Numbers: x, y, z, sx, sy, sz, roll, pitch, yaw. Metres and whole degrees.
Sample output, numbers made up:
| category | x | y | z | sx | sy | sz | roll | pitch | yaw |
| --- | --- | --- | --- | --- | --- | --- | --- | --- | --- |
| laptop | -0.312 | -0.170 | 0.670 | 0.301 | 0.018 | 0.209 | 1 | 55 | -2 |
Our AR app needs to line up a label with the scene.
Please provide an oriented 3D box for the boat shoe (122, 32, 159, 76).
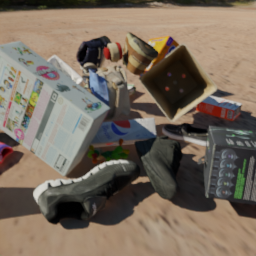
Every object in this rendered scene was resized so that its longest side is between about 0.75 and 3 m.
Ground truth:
| category | x | y | z | sx | sy | sz | roll | pitch | yaw |
| --- | --- | --- | --- | --- | --- | --- | --- | --- | --- |
| boat shoe | 0.206 | -2.367 | 9.060 | 1.057 | 1.032 | 2.795 | 29 | 18 | -11 |

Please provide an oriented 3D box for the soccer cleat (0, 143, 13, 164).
| category | x | y | z | sx | sy | sz | roll | pitch | yaw |
| --- | --- | --- | --- | --- | --- | --- | --- | --- | --- |
| soccer cleat | -3.854 | 0.919 | 7.725 | 0.599 | 0.558 | 1.636 | 13 | 30 | 5 |

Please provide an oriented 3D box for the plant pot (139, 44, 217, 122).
| category | x | y | z | sx | sy | sz | roll | pitch | yaw |
| --- | --- | --- | --- | --- | --- | --- | --- | --- | --- |
| plant pot | 1.545 | -1.433 | 9.039 | 1.707 | 1.705 | 1.511 | -37 | 4 | 11 |

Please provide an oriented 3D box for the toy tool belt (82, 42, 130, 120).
| category | x | y | z | sx | sy | sz | roll | pitch | yaw |
| --- | --- | --- | --- | --- | --- | --- | --- | --- | --- |
| toy tool belt | -0.760 | -1.296 | 8.359 | 1.382 | 2.248 | 1.404 | -15 | 29 | -15 |

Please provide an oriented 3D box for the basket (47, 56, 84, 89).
| category | x | y | z | sx | sy | sz | roll | pitch | yaw |
| --- | --- | --- | --- | --- | --- | --- | --- | --- | --- |
| basket | -2.446 | -1.461 | 9.700 | 1.380 | 1.110 | 1.368 | 41 | 78 | 3 |

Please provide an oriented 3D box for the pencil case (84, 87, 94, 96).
| category | x | y | z | sx | sy | sz | roll | pitch | yaw |
| --- | --- | --- | --- | --- | --- | --- | --- | --- | --- |
| pencil case | -1.810 | -1.362 | 11.111 | 1.576 | 0.613 | 0.705 | -2 | 7 | 2 |

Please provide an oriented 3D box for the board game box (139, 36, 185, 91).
| category | x | y | z | sx | sy | sz | roll | pitch | yaw |
| --- | --- | --- | --- | --- | --- | --- | --- | --- | --- |
| board game box | 1.460 | -2.658 | 11.818 | 1.623 | 1.622 | 1.624 | 32 | -2 | -27 |

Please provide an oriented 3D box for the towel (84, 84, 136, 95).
| category | x | y | z | sx | sy | sz | roll | pitch | yaw |
| --- | --- | --- | --- | --- | --- | --- | --- | --- | --- |
| towel | -1.244 | -1.337 | 12.055 | 2.174 | 0.447 | 2.914 | 14 | 34 | 27 |

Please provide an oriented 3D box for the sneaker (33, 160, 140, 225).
| category | x | y | z | sx | sy | sz | roll | pitch | yaw |
| --- | --- | --- | --- | --- | --- | --- | --- | --- | --- |
| sneaker | -0.781 | 1.516 | 6.350 | 2.544 | 0.846 | 1.151 | -14 | 35 | -18 |

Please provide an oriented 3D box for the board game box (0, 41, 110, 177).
| category | x | y | z | sx | sy | sz | roll | pitch | yaw |
| --- | --- | --- | --- | --- | --- | --- | --- | --- | --- |
| board game box | -2.247 | -0.462 | 7.292 | 2.978 | 2.197 | 0.957 | 36 | 34 | 4 |

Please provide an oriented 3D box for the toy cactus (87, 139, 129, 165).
| category | x | y | z | sx | sy | sz | roll | pitch | yaw |
| --- | --- | --- | --- | --- | --- | --- | --- | --- | --- |
| toy cactus | -0.690 | 0.691 | 7.859 | 1.171 | 0.726 | 1.419 | 0 | 6 | 44 |

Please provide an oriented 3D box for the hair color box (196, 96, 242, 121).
| category | x | y | z | sx | sy | sz | roll | pitch | yaw |
| --- | --- | --- | --- | --- | --- | --- | --- | --- | --- |
| hair color box | 3.522 | -0.801 | 10.900 | 1.483 | 0.474 | 0.822 | 20 | 34 | 35 |

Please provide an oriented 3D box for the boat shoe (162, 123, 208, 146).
| category | x | y | z | sx | sy | sz | roll | pitch | yaw |
| --- | --- | --- | --- | --- | --- | --- | --- | --- | --- |
| boat shoe | 1.926 | 0.102 | 9.140 | 1.707 | 0.565 | 0.597 | 19 | 34 | 30 |

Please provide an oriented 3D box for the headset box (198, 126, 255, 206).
| category | x | y | z | sx | sy | sz | roll | pitch | yaw |
| --- | --- | --- | --- | --- | --- | --- | --- | --- | --- |
| headset box | 2.987 | 0.829 | 6.498 | 2.628 | 1.219 | 2.288 | 7 | 12 | 11 |

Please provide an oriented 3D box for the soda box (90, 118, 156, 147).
| category | x | y | z | sx | sy | sz | roll | pitch | yaw |
| --- | --- | --- | --- | --- | --- | --- | --- | --- | --- |
| soda box | -0.184 | 0.156 | 8.500 | 2.019 | 0.640 | 0.689 | -5 | -13 | -1 |

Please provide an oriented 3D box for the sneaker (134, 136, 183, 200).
| category | x | y | z | sx | sy | sz | roll | pitch | yaw |
| --- | --- | --- | --- | --- | --- | --- | --- | --- | --- |
| sneaker | 0.894 | 0.791 | 7.029 | 1.132 | 0.947 | 2.494 | -23 | 26 | 0 |

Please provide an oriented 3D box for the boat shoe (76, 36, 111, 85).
| category | x | y | z | sx | sy | sz | roll | pitch | yaw |
| --- | --- | --- | --- | --- | --- | --- | --- | --- | --- |
| boat shoe | -1.446 | -2.265 | 9.872 | 1.043 | 2.250 | 0.840 | -23 | 68 | -38 |
